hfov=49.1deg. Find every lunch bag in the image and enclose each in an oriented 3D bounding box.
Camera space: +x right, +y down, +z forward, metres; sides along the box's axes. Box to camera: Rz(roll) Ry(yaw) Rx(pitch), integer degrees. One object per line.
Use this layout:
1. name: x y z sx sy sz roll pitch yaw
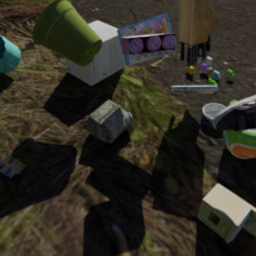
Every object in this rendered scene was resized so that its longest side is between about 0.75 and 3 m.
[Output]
1. lunch bag: -0.707 -0.200 11.338 1.318 1.095 1.571 35 52 15

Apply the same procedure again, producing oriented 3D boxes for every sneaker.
1. sneaker: 3.448 -0.332 7.726 2.169 0.851 0.861 -28 53 20

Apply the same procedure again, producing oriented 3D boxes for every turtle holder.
1. turtle holder: 4.380 -0.011 10.536 1.918 1.792 2.524 -7 42 -11

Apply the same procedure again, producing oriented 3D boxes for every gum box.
1. gum box: 0.737 -2.990 9.936 1.773 0.586 1.006 -10 20 -13

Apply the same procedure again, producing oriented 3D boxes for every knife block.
1. knife block: 2.685 -4.131 12.074 2.438 2.778 0.889 -57 42 6

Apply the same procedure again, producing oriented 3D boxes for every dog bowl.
1. dog bowl: 3.764 -0.540 12.104 1.139 0.449 1.139 0 43 0

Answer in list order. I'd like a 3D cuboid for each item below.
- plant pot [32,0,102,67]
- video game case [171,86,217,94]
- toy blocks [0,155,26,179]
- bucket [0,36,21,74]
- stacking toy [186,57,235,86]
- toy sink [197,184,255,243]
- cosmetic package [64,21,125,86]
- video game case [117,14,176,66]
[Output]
1. plant pot: -2.247 -3.615 11.234 2.121 2.233 2.233 39 51 3
2. video game case: 2.468 -1.431 10.633 1.588 0.207 1.745 1 4 11
3. toy blocks: -4.257 1.435 10.053 0.996 0.498 0.681 23 59 24
4. bucket: -6.609 -3.754 14.436 1.898 1.235 1.898 -4 78 21
5. stacking toy: 4.294 -2.891 14.653 1.555 0.484 2.062 -27 52 -24
6. toy sink: 2.985 2.657 8.267 1.601 1.043 0.897 35 53 30
7. cosmetic package: -1.744 -3.899 14.466 2.090 2.103 2.513 33 53 29
8. video game case: 0.710 -3.418 11.019 2.054 1.470 0.183 -11 21 20
